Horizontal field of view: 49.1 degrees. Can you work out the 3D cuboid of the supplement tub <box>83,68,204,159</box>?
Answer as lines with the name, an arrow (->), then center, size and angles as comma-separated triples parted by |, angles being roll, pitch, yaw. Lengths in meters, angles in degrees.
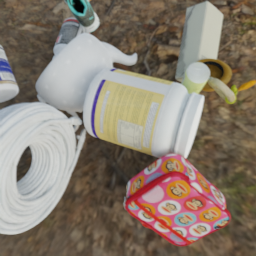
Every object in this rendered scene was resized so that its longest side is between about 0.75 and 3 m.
supplement tub -> 0.366, -0.318, 6.435 | 2.368, 1.721, 1.721 | 17, 60, 17

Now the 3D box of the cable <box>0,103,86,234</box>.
cable -> -2.158, 0.784, 5.880 | 0.940, 2.716, 2.716 | 15, 84, 23

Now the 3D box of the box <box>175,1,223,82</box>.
box -> 2.181, -2.493, 8.566 | 0.796, 0.956, 2.327 | 3, 80, 49

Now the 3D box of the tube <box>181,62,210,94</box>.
tube -> 1.542, -0.909, 7.070 | 0.599, 2.063, 0.536 | 1, 73, -1

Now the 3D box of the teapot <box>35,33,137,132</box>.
teapot -> -1.224, -1.205, 7.585 | 1.715, 2.348, 2.317 | 43, 45, -11

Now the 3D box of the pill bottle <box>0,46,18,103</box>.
pill bottle -> -2.982, -1.312, 5.972 | 0.841, 0.841, 1.454 | -21, 83, -12

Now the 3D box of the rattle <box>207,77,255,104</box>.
rattle -> 2.327, -1.208, 6.826 | 0.832, 0.758, 1.164 | -51, 55, 23

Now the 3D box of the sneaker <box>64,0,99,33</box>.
sneaker -> -1.531, -3.803, 8.276 | 0.750, 0.881, 1.932 | -34, 79, 6

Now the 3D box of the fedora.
fedora -> 2.215, -1.381, 7.675 | 1.216, 0.496, 1.216 | -3, 52, 4

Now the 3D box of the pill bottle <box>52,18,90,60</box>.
pill bottle -> -1.885, -2.678, 9.153 | 0.935, 0.935, 1.614 | 11, 69, 7

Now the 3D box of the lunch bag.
lunch bag -> 0.938, 1.648, 6.003 | 2.027, 1.785, 0.830 | 40, 27, -22
